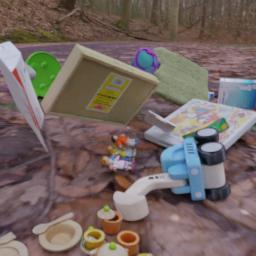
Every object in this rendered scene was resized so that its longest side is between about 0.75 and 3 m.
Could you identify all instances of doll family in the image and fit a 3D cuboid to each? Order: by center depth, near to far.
[{"bbox_3d":[-0.252,0.768,7.370,0.846,0.614,1.362,8,39,2],"label":"doll family"}]

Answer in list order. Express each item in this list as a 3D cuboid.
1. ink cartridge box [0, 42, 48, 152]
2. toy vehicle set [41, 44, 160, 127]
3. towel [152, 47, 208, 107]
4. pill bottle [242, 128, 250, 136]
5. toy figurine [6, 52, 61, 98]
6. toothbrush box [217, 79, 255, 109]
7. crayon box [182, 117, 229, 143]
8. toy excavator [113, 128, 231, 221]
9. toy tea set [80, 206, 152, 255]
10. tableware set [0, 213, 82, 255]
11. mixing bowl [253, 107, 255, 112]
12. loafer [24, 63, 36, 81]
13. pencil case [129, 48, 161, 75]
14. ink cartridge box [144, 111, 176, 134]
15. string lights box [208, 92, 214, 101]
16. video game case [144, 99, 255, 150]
[{"bbox_3d":[-2.422,-0.789,6.813,0.667,1.900,2.338,-32,49,-25],"label":"ink cartridge box"},{"bbox_3d":[-0.618,-0.954,7.606,2.952,1.834,0.391,9,38,-48],"label":"toy vehicle set"},{"bbox_3d":[2.047,-1.738,10.722,2.836,2.104,0.517,16,-22,-30],"label":"towel"},{"bbox_3d":[3.413,0.051,9.075,0.949,0.518,0.518,-9,23,-22],"label":"pill bottle"},{"bbox_3d":[-5.183,-2.319,14.128,2.684,2.189,2.916,0,41,39],"label":"toy figurine"},{"bbox_3d":[4.745,-1.489,12.169,1.572,1.151,0.671,5,22,16],"label":"toothbrush box"},{"bbox_3d":[2.016,0.117,7.393,0.674,0.331,1.136,-25,-3,-24],"label":"crayon box"},{"bbox_3d":[0.973,1.062,6.048,2.306,1.152,2.243,-10,21,11],"label":"toy excavator"},{"bbox_3d":[-0.217,1.734,4.400,0.985,0.613,1.656,-4,17,-27],"label":"toy tea set"},{"bbox_3d":[-1.285,2.105,4.159,1.834,0.255,2.195,-14,25,-31],"label":"tableware set"},{"bbox_3d":[5.665,-0.776,10.688,1.688,0.914,1.688,-1,21,0],"label":"mixing bowl"},{"bbox_3d":[-3.408,-1.889,8.604,1.292,0.452,0.451,37,38,13],"label":"loafer"},{"bbox_3d":[0.429,-2.102,10.048,0.894,0.971,2.101,34,-10,-7],"label":"pencil case"},{"bbox_3d":[0.938,-0.225,7.969,0.901,0.316,1.109,30,-14,4],"label":"ink cartridge box"},{"bbox_3d":[3.812,-1.530,13.522,0.419,0.240,0.816,14,25,31],"label":"string lights box"},{"bbox_3d":[2.263,-0.054,8.743,2.672,0.306,2.432,-32,35,-31],"label":"video game case"}]
